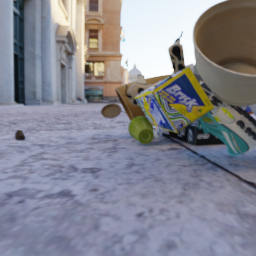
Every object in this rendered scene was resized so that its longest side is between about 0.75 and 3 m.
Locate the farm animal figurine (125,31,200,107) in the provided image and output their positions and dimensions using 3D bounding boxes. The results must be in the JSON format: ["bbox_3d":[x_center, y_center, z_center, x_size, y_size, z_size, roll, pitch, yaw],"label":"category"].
[{"bbox_3d":[1.557,-1.257,8.701,2.910,2.350,1.463,-39,19,27],"label":"farm animal figurine"}]

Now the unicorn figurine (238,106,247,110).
[{"bbox_3d":[2.965,-0.986,6.918,1.919,2.794,1.032,-30,22,32],"label":"unicorn figurine"}]

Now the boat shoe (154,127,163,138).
[{"bbox_3d":[1.072,0.166,10.185,0.292,0.297,0.837,-43,9,19],"label":"boat shoe"}]

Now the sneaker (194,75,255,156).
[{"bbox_3d":[2.090,-0.355,7.206,1.046,2.700,1.075,-31,-16,-45],"label":"sneaker"}]

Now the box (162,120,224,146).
[{"bbox_3d":[2.890,0.074,10.632,2.334,0.634,2.914,-2,7,-15],"label":"box"}]

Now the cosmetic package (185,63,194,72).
[{"bbox_3d":[2.087,-1.177,9.209,0.659,1.623,0.916,-17,-16,-1],"label":"cosmetic package"}]

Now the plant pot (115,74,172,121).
[{"bbox_3d":[0.920,-1.143,10.940,2.225,2.073,2.073,-29,10,-4],"label":"plant pot"}]

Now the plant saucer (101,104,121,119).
[{"bbox_3d":[-0.635,-0.617,10.553,0.796,0.117,0.796,-4,46,4],"label":"plant saucer"}]

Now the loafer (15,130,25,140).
[{"bbox_3d":[-4.089,0.251,10.493,0.334,0.327,0.915,-4,8,-34],"label":"loafer"}]

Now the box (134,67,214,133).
[{"bbox_3d":[0.918,-0.613,6.666,0.920,1.002,2.860,-33,6,-2],"label":"box"}]

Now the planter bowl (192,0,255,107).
[{"bbox_3d":[2.150,-1.224,5.136,1.974,1.974,1.328,1,-33,11],"label":"planter bowl"}]

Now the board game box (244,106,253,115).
[{"bbox_3d":[3.398,-0.865,7.854,0.805,0.805,0.805,-18,10,22],"label":"board game box"}]

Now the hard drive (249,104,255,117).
[{"bbox_3d":[3.489,-0.415,6.409,1.207,0.232,1.829,3,-26,45],"label":"hard drive"}]

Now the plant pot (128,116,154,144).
[{"bbox_3d":[0.492,0.132,9.224,0.850,0.850,0.818,-1,20,-11],"label":"plant pot"}]
